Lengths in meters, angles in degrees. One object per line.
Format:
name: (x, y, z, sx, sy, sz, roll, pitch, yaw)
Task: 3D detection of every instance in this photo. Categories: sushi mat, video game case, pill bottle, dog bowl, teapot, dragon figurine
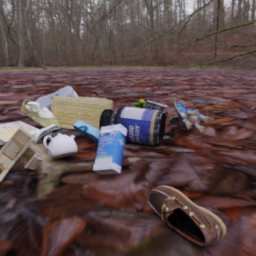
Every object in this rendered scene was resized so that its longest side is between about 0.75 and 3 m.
sushi mat: (-4.005, 0.211, 9.430, 0.785, 0.099, 1.640, -13, 22, -39)
video game case: (-4.378, 0.172, 10.111, 1.825, 0.230, 2.006, -14, 20, -41)
sushi mat: (-1.825, -0.537, 10.788, 2.597, 1.242, 0.157, 6, 6, 17)
pill bottle: (0.140, -0.094, 9.243, 2.038, 1.140, 1.140, 7, 17, 18)
dog bowl: (-1.357, 0.095, 9.404, 1.066, 0.264, 0.594, 24, -20, 21)
teapot: (-1.871, 0.470, 7.800, 0.850, 0.629, 0.861, -13, -9, -13)
dragon figurine: (2.061, -0.460, 10.432, 2.657, 0.782, 1.321, 14, 11, -42)

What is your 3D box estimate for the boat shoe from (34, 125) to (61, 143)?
boat shoe: (-2.725, 0.211, 9.548, 0.355, 0.395, 1.117, 22, 34, 17)

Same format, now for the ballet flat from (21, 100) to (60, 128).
ballet flat: (-3.414, -0.556, 10.850, 2.055, 0.726, 0.726, 26, 27, 29)

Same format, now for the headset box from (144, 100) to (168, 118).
headset box: (1.081, -0.616, 10.997, 0.954, 0.710, 0.368, 16, 23, 3)

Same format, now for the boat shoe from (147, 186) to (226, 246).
boat shoe: (0.851, 1.459, 4.796, 0.551, 0.552, 1.567, -9, 18, -39)

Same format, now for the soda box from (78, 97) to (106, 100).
soda box: (-2.041, -1.299, 14.857, 1.729, 0.554, 0.586, 3, 15, 12)

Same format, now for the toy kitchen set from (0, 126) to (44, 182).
toy kitchen set: (-2.625, 0.807, 6.624, 0.955, 1.171, 1.056, 40, 8, -15)

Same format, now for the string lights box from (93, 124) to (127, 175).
string lights box: (-0.439, 0.527, 6.893, 0.602, 1.172, 0.345, -9, -32, 32)

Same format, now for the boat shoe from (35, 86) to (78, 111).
boat shoe: (-3.345, -1.103, 12.775, 2.260, 0.739, 0.832, -18, 51, 18)

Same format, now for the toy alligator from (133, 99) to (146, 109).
toy alligator: (1.011, -0.944, 13.132, 1.628, 0.540, 0.391, 21, 43, -6)
